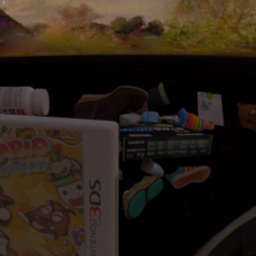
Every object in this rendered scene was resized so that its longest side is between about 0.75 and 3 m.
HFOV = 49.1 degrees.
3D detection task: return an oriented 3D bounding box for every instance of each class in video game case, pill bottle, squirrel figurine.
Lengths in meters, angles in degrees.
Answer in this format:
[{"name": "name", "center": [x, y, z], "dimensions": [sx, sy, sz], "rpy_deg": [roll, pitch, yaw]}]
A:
[{"name": "video game case", "center": [-1.594, 1.137, 4.012], "dimensions": [2.944, 2.680, 0.337], "rpy_deg": [4, 16, 11]}, {"name": "pill bottle", "center": [-4.883, -1.117, 12.412], "dimensions": [2.461, 1.395, 1.395], "rpy_deg": [-1, 19, 0]}, {"name": "squirrel figurine", "center": [5.080, -0.730, 10.229], "dimensions": [1.979, 2.120, 1.500], "rpy_deg": [7, 24, -7]}]

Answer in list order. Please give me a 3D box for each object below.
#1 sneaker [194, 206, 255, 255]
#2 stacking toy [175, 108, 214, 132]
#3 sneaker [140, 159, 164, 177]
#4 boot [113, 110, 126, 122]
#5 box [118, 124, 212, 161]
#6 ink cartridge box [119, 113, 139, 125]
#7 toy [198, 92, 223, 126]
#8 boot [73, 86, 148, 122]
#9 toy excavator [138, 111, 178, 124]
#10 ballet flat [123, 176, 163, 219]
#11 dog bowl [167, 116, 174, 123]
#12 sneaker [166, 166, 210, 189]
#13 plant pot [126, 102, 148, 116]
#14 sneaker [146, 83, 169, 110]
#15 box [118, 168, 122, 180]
[{"name": "sneaker", "center": [2.040, 2.011, 4.498], "dimensions": [2.084, 0.780, 1.107], "rpy_deg": [-27, 62, -17]}, {"name": "stacking toy", "center": [2.651, -0.130, 10.831], "dimensions": [1.488, 0.864, 0.817], "rpy_deg": [11, 26, -12]}, {"name": "sneaker", "center": [0.663, 1.127, 7.719], "dimensions": [0.461, 0.416, 1.125], "rpy_deg": [36, 3, -13]}, {"name": "boot", "center": [-1.116, -0.786, 12.519], "dimensions": [2.272, 0.787, 1.978], "rpy_deg": [3, 26, 30]}, {"name": "box", "center": [0.700, 0.344, 8.503], "dimensions": [2.792, 0.642, 2.219], "rpy_deg": [-1, 10, -23]}, {"name": "ink cartridge box", "center": [0.194, -0.104, 10.619], "dimensions": [0.674, 0.662, 0.916], "rpy_deg": [-14, 25, -36]}, {"name": "toy", "center": [3.540, -0.772, 12.256], "dimensions": [1.056, 0.433, 1.834], "rpy_deg": [9, 54, 3]}, {"name": "boot", "center": [-0.667, -0.480, 10.709], "dimensions": [2.934, 1.062, 2.441], "rpy_deg": [-5, 41, 5]}, {"name": "toy excavator", "center": [1.050, -0.299, 9.941], "dimensions": [1.079, 0.554, 1.109], "rpy_deg": [18, -20, -33]}, {"name": "ballet flat", "center": [0.214, 1.504, 6.245], "dimensions": [0.599, 0.599, 1.694], "rpy_deg": [11, 17, 28]}, {"name": "dog bowl", "center": [2.120, -0.371, 12.058], "dimensions": [0.903, 0.224, 0.503], "rpy_deg": [0, 19, 2]}, {"name": "sneaker", "center": [1.553, 1.175, 7.283], "dimensions": [1.250, 0.446, 0.499], "rpy_deg": [-9, 26, -26]}, {"name": "plant pot", "center": [0.473, -0.791, 12.106], "dimensions": [0.919, 0.823, 0.919], "rpy_deg": [-16, 51, 21]}, {"name": "sneaker", "center": [1.104, -1.438, 13.813], "dimensions": [1.589, 1.119, 2.992], "rpy_deg": [-20, 2, 10]}, {"name": "box", "center": [-0.681, 1.108, 7.842], "dimensions": [0.689, 0.217, 1.251], "rpy_deg": [-6, 20, -18]}]
